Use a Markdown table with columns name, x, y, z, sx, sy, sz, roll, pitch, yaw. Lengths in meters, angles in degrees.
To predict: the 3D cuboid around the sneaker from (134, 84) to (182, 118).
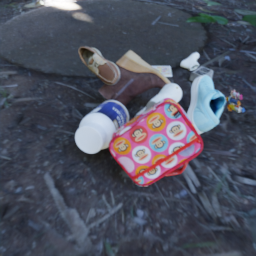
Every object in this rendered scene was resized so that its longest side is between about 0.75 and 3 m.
| name | x | y | z | sx | sy | sz | roll | pitch | yaw |
| --- | --- | --- | --- | --- | --- | --- | --- | --- | --- |
| sneaker | 1.100 | -0.666 | 9.972 | 0.893 | 2.423 | 1.400 | 47 | 65 | 2 |

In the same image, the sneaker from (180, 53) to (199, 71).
| name | x | y | z | sx | sy | sz | roll | pitch | yaw |
| --- | --- | --- | --- | --- | --- | --- | --- | --- | --- |
| sneaker | 3.594 | -3.550 | 15.227 | 1.391 | 0.513 | 0.804 | -38 | 54 | -24 |

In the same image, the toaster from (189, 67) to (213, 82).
| name | x | y | z | sx | sy | sz | roll | pitch | yaw |
| --- | --- | --- | --- | --- | --- | --- | --- | --- | --- |
| toaster | 3.680 | -2.548 | 13.948 | 0.979 | 0.581 | 0.885 | 32 | 51 | 31 |

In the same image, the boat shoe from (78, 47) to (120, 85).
| name | x | y | z | sx | sy | sz | roll | pitch | yaw |
| --- | --- | --- | --- | --- | --- | --- | --- | --- | --- |
| boat shoe | -1.161 | -2.342 | 10.472 | 2.200 | 0.833 | 0.790 | 43 | 20 | 31 |

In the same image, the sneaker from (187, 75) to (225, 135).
| name | x | y | z | sx | sy | sz | roll | pitch | yaw |
| --- | --- | --- | --- | --- | --- | --- | --- | --- | --- |
| sneaker | 2.969 | -0.971 | 10.028 | 1.218 | 1.098 | 2.972 | -21 | 36 | 38 |

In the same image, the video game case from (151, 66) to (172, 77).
| name | x | y | z | sx | sy | sz | roll | pitch | yaw |
| --- | --- | --- | --- | --- | --- | --- | --- | --- | --- |
| video game case | 1.732 | -2.991 | 14.815 | 1.078 | 0.123 | 0.981 | 1 | 41 | 1 |

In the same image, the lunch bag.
| name | x | y | z | sx | sy | sz | roll | pitch | yaw |
| --- | --- | --- | --- | --- | --- | --- | --- | --- | --- |
| lunch bag | 0.879 | 0.552 | 8.333 | 2.454 | 2.162 | 1.005 | -35 | 11 | 14 |

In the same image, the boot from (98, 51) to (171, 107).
| name | x | y | z | sx | sy | sz | roll | pitch | yaw |
| --- | --- | --- | --- | --- | --- | --- | --- | --- | --- |
| boot | 0.345 | -1.562 | 11.098 | 2.497 | 2.077 | 0.903 | 34 | 12 | -13 |

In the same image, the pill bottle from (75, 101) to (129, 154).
| name | x | y | z | sx | sy | sz | roll | pitch | yaw |
| --- | --- | --- | --- | --- | --- | --- | --- | --- | --- |
| pill bottle | -0.916 | -0.038 | 9.967 | 1.319 | 1.319 | 2.375 | 12 | 25 | 14 |

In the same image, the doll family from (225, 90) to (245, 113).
| name | x | y | z | sx | sy | sz | roll | pitch | yaw |
| --- | --- | --- | --- | --- | --- | --- | --- | --- | --- |
| doll family | 3.616 | -0.850 | 9.649 | 0.403 | 0.895 | 0.556 | -33 | 35 | -12 |
